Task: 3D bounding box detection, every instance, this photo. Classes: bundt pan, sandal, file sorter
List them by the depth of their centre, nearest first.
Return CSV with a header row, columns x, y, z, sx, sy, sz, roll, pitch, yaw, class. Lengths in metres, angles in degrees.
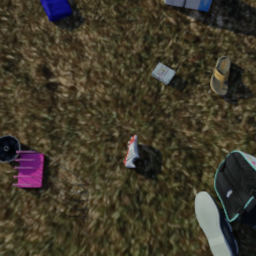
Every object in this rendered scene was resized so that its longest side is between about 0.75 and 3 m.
x,y,z,sx,sy,sz,roll,pitch,yaw,class
-3.561,1.470,9.953,0.843,0.761,1.213,0,75,0,file sorter
-4.419,0.804,10.326,1.024,0.384,1.024,0,74,0,bundt pan
3.708,-2.098,11.039,0.705,0.474,1.755,15,78,4,sandal

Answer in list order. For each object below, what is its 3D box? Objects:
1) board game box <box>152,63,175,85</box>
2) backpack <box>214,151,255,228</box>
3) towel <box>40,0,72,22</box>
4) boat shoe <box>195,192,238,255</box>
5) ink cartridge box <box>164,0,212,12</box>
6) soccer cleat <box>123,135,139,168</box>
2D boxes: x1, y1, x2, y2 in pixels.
x,y,z,sx,sy,sz,roll,pitch,yaw,class
1.404,-2.162,11.188,0.755,0.243,0.557,34,77,7,board game box
3.825,1.860,9.040,1.642,2.141,1.882,14,114,-18,backpack
-3.126,-5.318,11.959,1.081,0.363,1.464,-23,76,-5,towel
2.986,3.307,9.497,0.711,0.891,2.357,-3,74,-43,boat shoe
2.622,-5.903,11.867,1.930,0.813,1.396,12,75,5,ink cartridge box
0.210,0.877,10.274,0.514,0.414,1.206,16,80,17,soccer cleat
